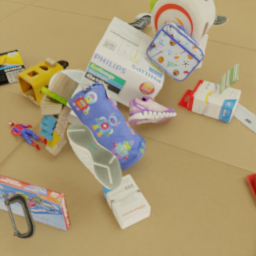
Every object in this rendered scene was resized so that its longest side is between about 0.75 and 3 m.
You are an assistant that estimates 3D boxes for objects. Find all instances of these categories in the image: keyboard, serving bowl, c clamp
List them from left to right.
[{"bbox_3d":[-2.655,2.080,6.642,1.048,0.166,1.227,-30,79,22],"label":"c clamp"},{"bbox_3d":[-1.739,-0.972,10.290,2.532,0.833,2.532,19,44,-19],"label":"serving bowl"},{"bbox_3d":[4.540,-0.274,10.447,0.659,0.125,2.342,-28,51,-16],"label":"keyboard"}]

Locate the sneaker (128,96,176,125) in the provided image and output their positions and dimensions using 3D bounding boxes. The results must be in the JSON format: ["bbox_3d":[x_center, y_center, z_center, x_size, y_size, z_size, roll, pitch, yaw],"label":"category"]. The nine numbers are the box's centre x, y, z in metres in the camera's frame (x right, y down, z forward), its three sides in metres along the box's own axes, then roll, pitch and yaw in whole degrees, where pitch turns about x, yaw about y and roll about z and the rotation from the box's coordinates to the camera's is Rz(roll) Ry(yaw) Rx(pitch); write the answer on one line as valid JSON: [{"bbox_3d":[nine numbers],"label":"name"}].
[{"bbox_3d":[0.832,-0.662,9.803,2.085,0.838,0.922,-3,74,-39],"label":"sneaker"}]

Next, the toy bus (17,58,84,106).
[{"bbox_3d":[-3.092,-2.091,11.314,2.474,1.355,2.622,-4,46,-5],"label":"toy bus"}]

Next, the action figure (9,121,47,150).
[{"bbox_3d":[-3.606,0.166,9.826,1.737,0.449,0.568,26,54,26],"label":"action figure"}]

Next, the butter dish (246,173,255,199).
[{"bbox_3d":[4.327,1.625,7.974,1.360,1.008,1.364,-4,46,-5],"label":"butter dish"}]

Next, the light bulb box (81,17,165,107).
[{"bbox_3d":[-0.013,-2.426,10.814,2.665,1.678,2.689,27,46,-9],"label":"light bulb box"}]

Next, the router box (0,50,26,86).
[{"bbox_3d":[-5.799,-2.536,12.278,2.342,0.598,1.747,-20,49,-18],"label":"router box"}]

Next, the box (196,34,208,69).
[{"bbox_3d":[2.559,-3.730,12.683,1.094,1.674,1.665,-16,49,-15],"label":"box"}]

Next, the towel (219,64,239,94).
[{"bbox_3d":[3.635,-1.759,10.121,0.119,1.014,0.773,19,64,-9],"label":"towel"}]

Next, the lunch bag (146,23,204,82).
[{"bbox_3d":[1.628,-2.674,9.720,1.879,1.506,0.710,40,32,-2],"label":"lunch bag"}]

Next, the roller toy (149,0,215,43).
[{"bbox_3d":[2.021,-3.987,10.171,2.024,2.219,1.551,4,41,43],"label":"roller toy"}]

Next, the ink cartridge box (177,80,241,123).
[{"bbox_3d":[3.087,-1.122,10.793,2.076,0.698,1.206,20,51,21],"label":"ink cartridge box"}]

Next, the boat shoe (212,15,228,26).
[{"bbox_3d":[3.246,-4.079,10.558,0.967,0.299,0.352,10,85,30],"label":"boat shoe"}]

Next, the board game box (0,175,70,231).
[{"bbox_3d":[-2.909,1.870,7.434,2.785,1.434,0.271,14,44,12],"label":"board game box"}]

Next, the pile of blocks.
[{"bbox_3d":[-2.403,-0.487,8.680,0.847,2.726,1.119,28,22,36],"label":"pile of blocks"}]

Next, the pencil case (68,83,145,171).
[{"bbox_3d":[-0.559,-0.089,8.446,1.228,2.828,1.104,-34,15,8],"label":"pencil case"}]

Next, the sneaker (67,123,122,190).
[{"bbox_3d":[-0.818,0.726,6.866,0.658,0.749,1.870,-32,75,-26],"label":"sneaker"}]

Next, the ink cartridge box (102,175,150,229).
[{"bbox_3d":[-0.063,2.062,7.888,0.898,0.518,1.230,-20,49,-18],"label":"ink cartridge box"}]

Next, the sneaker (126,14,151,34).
[{"bbox_3d":[0.648,-5.194,14.722,2.279,0.860,1.297,-32,54,-20],"label":"sneaker"}]
